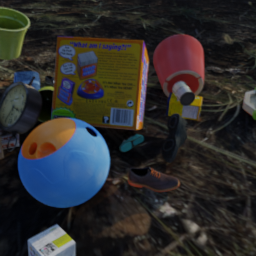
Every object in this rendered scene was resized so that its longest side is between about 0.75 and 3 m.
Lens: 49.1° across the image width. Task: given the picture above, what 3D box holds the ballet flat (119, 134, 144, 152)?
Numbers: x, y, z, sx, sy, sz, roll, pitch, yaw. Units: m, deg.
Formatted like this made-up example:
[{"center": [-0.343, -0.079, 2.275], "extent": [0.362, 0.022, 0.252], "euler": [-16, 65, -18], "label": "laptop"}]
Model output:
[{"center": [0.058, 0.572, 10.630], "extent": [1.165, 0.392, 0.410], "euler": [-26, 30, -31], "label": "ballet flat"}]

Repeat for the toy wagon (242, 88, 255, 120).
[{"center": [6.655, -0.910, 12.319], "extent": [2.973, 0.588, 2.307], "euler": [14, 41, 17], "label": "toy wagon"}]

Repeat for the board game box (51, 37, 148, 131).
[{"center": [-0.844, -1.471, 10.280], "extent": [2.857, 2.854, 2.855], "euler": [5, 2, 7], "label": "board game box"}]

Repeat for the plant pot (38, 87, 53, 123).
[{"center": [-3.448, -1.196, 12.180], "extent": [1.476, 1.476, 1.578], "euler": [-7, 26, -9], "label": "plant pot"}]

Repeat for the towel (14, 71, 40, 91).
[{"center": [-5.028, -2.132, 13.899], "extent": [1.252, 0.544, 2.242], "euler": [-9, 39, -13], "label": "towel"}]

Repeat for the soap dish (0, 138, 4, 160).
[{"center": [-5.350, 0.329, 9.738], "extent": [1.611, 0.831, 2.047], "euler": [-5, 61, -32], "label": "soap dish"}]

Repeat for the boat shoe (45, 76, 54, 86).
[{"center": [-3.787, -2.411, 14.342], "extent": [1.184, 0.434, 0.441], "euler": [13, 40, 16], "label": "boat shoe"}]

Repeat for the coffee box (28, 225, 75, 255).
[{"center": [-1.870, 3.068, 6.860], "extent": [0.818, 0.826, 0.827], "euler": [26, 31, 36], "label": "coffee box"}]

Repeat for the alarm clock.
[{"center": [-4.118, -0.455, 10.507], "extent": [1.892, 0.934, 2.806], "euler": [-10, 65, 33], "label": "alarm clock"}]

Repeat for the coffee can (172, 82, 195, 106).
[{"center": [2.295, -1.428, 11.634], "extent": [0.656, 0.656, 0.896], "euler": [-9, 40, -11], "label": "coffee can"}]

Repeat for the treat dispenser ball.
[{"center": [-1.850, 0.995, 8.232], "extent": [2.595, 2.595, 2.595], "euler": [0, 38, 0], "label": "treat dispenser ball"}]

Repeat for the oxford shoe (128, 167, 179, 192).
[{"center": [0.824, 1.632, 9.042], "extent": [1.689, 0.613, 0.601], "euler": [4, 38, 5], "label": "oxford shoe"}]

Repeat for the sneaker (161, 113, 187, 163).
[{"center": [1.762, 0.417, 10.090], "extent": [0.812, 1.790, 0.680], "euler": [22, -10, -38], "label": "sneaker"}]

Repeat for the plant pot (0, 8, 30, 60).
[{"center": [-5.561, -4.163, 12.762], "extent": [1.916, 1.762, 1.916], "euler": [13, 44, -13], "label": "plant pot"}]

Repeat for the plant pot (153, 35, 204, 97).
[{"center": [2.453, -2.685, 13.235], "extent": [2.562, 2.562, 2.267], "euler": [1, 49, 1], "label": "plant pot"}]

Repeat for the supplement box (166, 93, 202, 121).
[{"center": [2.431, -0.939, 12.183], "extent": [1.425, 0.776, 0.780], "euler": [11, 40, 12], "label": "supplement box"}]

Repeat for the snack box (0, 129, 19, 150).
[{"center": [-5.671, 0.565, 10.605], "extent": [2.884, 0.351, 1.037], "euler": [-12, 40, -15], "label": "snack box"}]
